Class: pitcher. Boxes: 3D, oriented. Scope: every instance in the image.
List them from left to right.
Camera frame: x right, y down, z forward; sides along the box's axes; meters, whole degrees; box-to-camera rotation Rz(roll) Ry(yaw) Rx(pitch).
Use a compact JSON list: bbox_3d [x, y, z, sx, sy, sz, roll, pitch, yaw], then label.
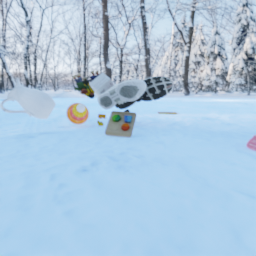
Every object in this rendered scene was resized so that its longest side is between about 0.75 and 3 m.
[{"bbox_3d":[-3.731,-0.877,10.506,1.685,1.446,1.022,30,-33,-12],"label":"pitcher"}]

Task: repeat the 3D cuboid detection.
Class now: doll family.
[{"bbox_3d":[-1.686,-2.132,14.419,2.406,1.390,0.944,-20,-22,-23],"label":"doll family"}]

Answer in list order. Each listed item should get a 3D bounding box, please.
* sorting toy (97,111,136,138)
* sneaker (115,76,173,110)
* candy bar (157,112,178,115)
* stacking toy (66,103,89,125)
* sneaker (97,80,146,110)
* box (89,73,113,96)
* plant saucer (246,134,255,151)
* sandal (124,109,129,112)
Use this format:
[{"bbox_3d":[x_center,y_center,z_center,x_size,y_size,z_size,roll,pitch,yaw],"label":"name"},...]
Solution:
[{"bbox_3d":[-0.461,-0.178,9.684,1.368,1.019,0.183,5,-36,12],"label":"sorting toy"},{"bbox_3d":[0.559,-1.721,12.218,2.750,1.059,1.168,-14,27,13],"label":"sneaker"},{"bbox_3d":[2.553,-0.944,17.888,1.405,0.156,0.350,3,8,13],"label":"candy bar"},{"bbox_3d":[-2.051,-0.737,11.866,1.001,1.001,1.371,-3,-11,-19],"label":"stacking toy"},{"bbox_3d":[-0.179,-1.337,9.783,1.925,0.750,0.956,-15,28,31],"label":"sneaker"},{"bbox_3d":[-1.121,-1.837,12.678,0.723,0.844,0.840,42,-9,40],"label":"box"},{"bbox_3d":[3.975,0.399,7.526,1.456,0.369,1.456,1,8,0],"label":"plant saucer"},{"bbox_3d":[-0.319,-0.563,12.798,0.864,0.324,0.195,-37,47,-8],"label":"sandal"}]
